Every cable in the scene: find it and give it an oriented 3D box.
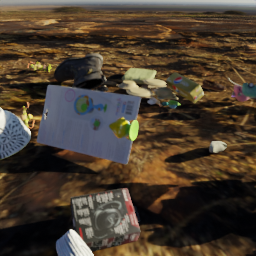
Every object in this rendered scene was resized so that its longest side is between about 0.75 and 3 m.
[{"bbox_3d":[-0.600,1.694,3.531,0.281,0.812,0.812,-35,23,-12],"label":"cable"}]

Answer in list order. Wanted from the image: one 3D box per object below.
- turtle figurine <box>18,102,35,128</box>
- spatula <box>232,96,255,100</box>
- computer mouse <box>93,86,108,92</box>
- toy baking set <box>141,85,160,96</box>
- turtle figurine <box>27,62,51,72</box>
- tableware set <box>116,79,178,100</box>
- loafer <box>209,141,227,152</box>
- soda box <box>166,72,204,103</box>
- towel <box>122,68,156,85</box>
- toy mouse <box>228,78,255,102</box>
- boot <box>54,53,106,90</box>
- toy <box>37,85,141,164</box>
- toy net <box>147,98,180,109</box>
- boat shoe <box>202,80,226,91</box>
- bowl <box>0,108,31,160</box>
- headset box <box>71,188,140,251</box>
[{"bbox_3d":[-3.169,-0.301,8.289,0.763,0.305,0.946,-13,64,-12],"label":"turtle figurine"},{"bbox_3d":[4.355,-1.106,10.114,1.181,0.121,0.334,10,16,7],"label":"spatula"},{"bbox_3d":[-1.255,-1.076,9.869,0.773,0.309,1.410,-11,24,29],"label":"computer mouse"},{"bbox_3d":[0.848,-1.455,10.679,0.791,0.120,1.030,-20,40,-8],"label":"toy baking set"},{"bbox_3d":[-4.287,-2.887,13.443,1.021,0.408,1.267,5,20,-6],"label":"turtle figurine"},{"bbox_3d":[0.689,-1.421,10.219,1.889,0.262,2.261,-3,26,-16],"label":"tableware set"},{"bbox_3d":[2.174,0.454,6.767,0.268,0.268,0.768,12,14,34],"label":"loafer"},{"bbox_3d":[1.926,-1.400,9.592,0.457,0.483,1.427,-42,38,-3],"label":"soda box"},{"bbox_3d":[0.508,-2.253,12.258,1.317,0.324,1.775,6,26,9],"label":"towel"},{"bbox_3d":[3.967,-1.104,9.199,1.817,0.396,2.045,22,0,-15],"label":"toy mouse"},{"bbox_3d":[-1.992,-2.019,11.045,2.424,0.839,2.111,-19,39,14],"label":"boot"},{"bbox_3d":[-0.943,-0.131,6.860,2.631,1.515,0.621,11,-2,28],"label":"toy"},{"bbox_3d":[1.220,-0.916,9.695,1.123,0.217,0.589,15,30,25],"label":"toy net"},{"bbox_3d":[3.426,-1.700,11.158,0.946,0.333,0.333,16,29,27],"label":"boat shoe"},{"bbox_3d":[-3.448,0.005,7.006,1.806,0.848,1.806,-1,31,1],"label":"bowl"},{"bbox_3d":[-0.338,1.452,4.480,1.062,0.410,0.790,-6,49,-18],"label":"headset box"}]
